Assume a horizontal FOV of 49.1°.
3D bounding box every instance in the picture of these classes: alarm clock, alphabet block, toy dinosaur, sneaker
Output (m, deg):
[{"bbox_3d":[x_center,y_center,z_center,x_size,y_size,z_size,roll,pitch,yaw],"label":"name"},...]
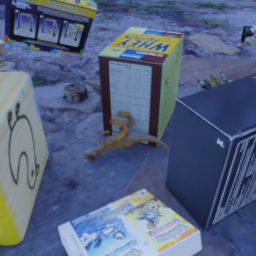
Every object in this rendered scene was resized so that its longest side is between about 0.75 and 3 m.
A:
[{"bbox_3d":[-2.250,-1.388,11.299,1.460,0.486,0.985,-33,47,-33],"label":"alarm clock"},{"bbox_3d":[-3.757,0.610,6.430,2.934,2.918,2.988,-3,37,0],"label":"alphabet block"},{"bbox_3d":[-0.011,0.283,8.444,2.739,1.455,0.827,-9,28,-2],"label":"toy dinosaur"},{"bbox_3d":[3.332,-2.259,6.720,0.886,0.581,1.539,1,-3,-18],"label":"sneaker"}]

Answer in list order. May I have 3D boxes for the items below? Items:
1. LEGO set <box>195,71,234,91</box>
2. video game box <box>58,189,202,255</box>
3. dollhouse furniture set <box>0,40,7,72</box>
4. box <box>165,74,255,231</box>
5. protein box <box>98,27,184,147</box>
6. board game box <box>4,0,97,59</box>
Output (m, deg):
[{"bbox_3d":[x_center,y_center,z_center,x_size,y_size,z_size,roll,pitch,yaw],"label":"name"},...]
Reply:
[{"bbox_3d":[3.904,-1.613,11.616,2.519,0.714,1.636,37,50,23],"label":"LEGO set"},{"bbox_3d":[-0.065,2.226,5.683,2.259,0.529,2.058,-19,22,-24],"label":"video game box"},{"bbox_3d":[-4.928,-1.805,10.020,1.631,2.594,2.933,-23,41,-27],"label":"dollhouse furniture set"},{"bbox_3d":[2.516,0.459,6.683,2.769,2.792,1.720,-19,41,-25],"label":"box"},{"bbox_3d":[0.504,-1.461,9.317,1.914,2.837,2.816,12,37,16],"label":"protein box"},{"bbox_3d":[-2.247,-3.029,7.922,2.303,1.904,0.653,6,57,-22],"label":"board game box"}]
